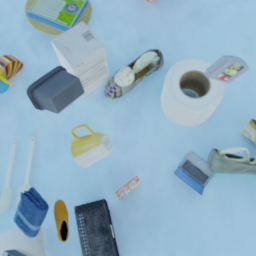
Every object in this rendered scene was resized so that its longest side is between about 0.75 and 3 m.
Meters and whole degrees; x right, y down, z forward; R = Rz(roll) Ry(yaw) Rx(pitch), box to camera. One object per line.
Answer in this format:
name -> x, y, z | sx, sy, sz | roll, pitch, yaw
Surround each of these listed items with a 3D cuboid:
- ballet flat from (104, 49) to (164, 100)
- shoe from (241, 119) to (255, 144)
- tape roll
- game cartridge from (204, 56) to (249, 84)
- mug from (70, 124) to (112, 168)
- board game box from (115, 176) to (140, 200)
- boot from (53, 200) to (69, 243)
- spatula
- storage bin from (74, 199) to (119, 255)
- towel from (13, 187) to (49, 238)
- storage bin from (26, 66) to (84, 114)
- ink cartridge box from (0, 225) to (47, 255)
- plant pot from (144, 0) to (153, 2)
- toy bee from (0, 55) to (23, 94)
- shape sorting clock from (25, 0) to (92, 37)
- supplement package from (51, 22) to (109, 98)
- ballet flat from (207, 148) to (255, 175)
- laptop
ballet flat -> 0.204, -2.186, 10.756 | 2.837, 1.020, 1.020 | -37, 75, -12
shoe -> 5.150, 0.673, 9.961 | 2.432, 0.850, 0.649 | 42, 118, 11
tape roll -> 2.268, -1.246, 10.168 | 2.087, 1.433, 2.087 | 0, 70, 0
game cartridge -> 2.529, -1.473, 7.063 | 1.136, 0.756, 0.232 | 3, 56, -39
mug -> -1.068, 0.527, 8.066 | 0.960, 1.169, 0.936 | -23, 56, 24
board game box -> -0.012, 2.022, 9.413 | 0.906, 0.686, 0.210 | -37, 74, -13
boot -> -1.595, 2.236, 6.834 | 0.370, 0.752, 1.051 | -4, 70, -19
spatula -> -4.236, 1.610, 9.811 | 1.934, 0.223, 2.782 | 0, 71, 1
storage bin -> -0.908, 3.337, 8.570 | 0.966, 1.392, 2.059 | -13, 71, -4
towel -> -2.321, 2.056, 6.606 | 0.760, 1.360, 0.330 | 41, 36, 15
storage bin -> -1.852, -0.920, 7.544 | 0.883, 0.957, 1.315 | 25, 56, 37
ink cartridge box -> -3.616, 4.634, 8.209 | 2.576, 0.654, 2.924 | -9, 70, -19
plant pot -> 1.005, -6.302, 12.042 | 1.484, 1.484, 1.313 | 34, 86, 11
toy bee -> -5.053, -1.788, 10.368 | 1.755, 1.457, 2.681 | 14, 71, 3
shape sorting clock -> -2.947, -5.017, 11.961 | 2.796, 0.548, 2.796 | 1, 71, -4
supplement package -> -1.633, -2.382, 10.147 | 1.329, 2.220, 1.346 | -36, 74, -12
ballet flat -> 4.183, 1.172, 9.462 | 2.924, 0.985, 0.931 | 6, 105, 3
laptop -> 2.312, 1.515, 9.583 | 1.138, 0.704, 1.215 | 38, 75, 12
